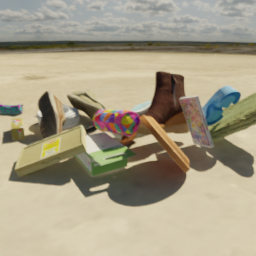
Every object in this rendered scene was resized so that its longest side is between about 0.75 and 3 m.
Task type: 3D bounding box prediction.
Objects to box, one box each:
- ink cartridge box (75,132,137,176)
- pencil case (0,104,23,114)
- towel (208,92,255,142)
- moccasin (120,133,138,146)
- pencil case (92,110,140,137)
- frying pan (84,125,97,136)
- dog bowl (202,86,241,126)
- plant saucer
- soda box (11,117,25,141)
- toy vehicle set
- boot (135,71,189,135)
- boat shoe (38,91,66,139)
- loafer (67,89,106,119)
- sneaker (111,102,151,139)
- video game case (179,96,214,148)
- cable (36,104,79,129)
[{"bbox_3d":[-0.760,0.836,8.480,1.161,0.663,2.237,-12,22,-27],"label":"ink cartridge box"},{"bbox_3d":[-5.738,-0.942,13.734,1.103,0.510,0.470,0,42,6],"label":"pencil case"},{"bbox_3d":[3.937,-0.410,10.040,2.741,0.500,2.033,-33,11,42],"label":"towel"},{"bbox_3d":[0.046,0.208,10.113,0.484,0.510,1.322,-13,27,53],"label":"moccasin"},{"bbox_3d":[-0.414,-0.195,9.142,0.860,0.860,1.945,-12,10,-29],"label":"pencil case"},{"bbox_3d":[-1.788,0.217,10.000,1.363,0.367,2.253,-20,6,16],"label":"frying pan"},{"bbox_3d":[3.103,-0.759,9.678,0.939,1.685,0.418,3,47,-35],"label":"dog bowl"},{"bbox_3d":[1.103,0.404,8.094,0.332,2.056,2.056,-41,22,4],"label":"plant saucer"},{"bbox_3d":[-4.377,0.011,11.110,0.454,0.481,1.419,-7,21,-19],"label":"soda box"},{"bbox_3d":[-2.286,0.653,8.453,2.086,0.276,1.296,-21,27,1],"label":"toy vehicle set"},{"bbox_3d":[1.055,-0.930,10.136,2.734,2.275,0.989,2,-14,-28],"label":"boot"},{"bbox_3d":[-2.792,-0.379,10.756,0.906,0.955,2.523,31,32,-45],"label":"boat shoe"},{"bbox_3d":[-1.832,-1.227,12.922,1.006,1.115,2.947,-42,41,-17],"label":"loafer"},{"bbox_3d":[0.272,-0.316,11.316,2.729,1.009,1.118,-25,13,-31],"label":"sneaker"},{"bbox_3d":[2.284,-0.215,9.472,0.157,1.742,1.248,-21,7,-11],"label":"video game case"},{"bbox_3d":[-3.069,-0.479,12.267,1.838,0.637,1.839,16,25,33],"label":"cable"}]
